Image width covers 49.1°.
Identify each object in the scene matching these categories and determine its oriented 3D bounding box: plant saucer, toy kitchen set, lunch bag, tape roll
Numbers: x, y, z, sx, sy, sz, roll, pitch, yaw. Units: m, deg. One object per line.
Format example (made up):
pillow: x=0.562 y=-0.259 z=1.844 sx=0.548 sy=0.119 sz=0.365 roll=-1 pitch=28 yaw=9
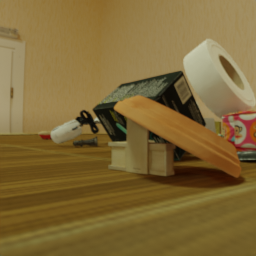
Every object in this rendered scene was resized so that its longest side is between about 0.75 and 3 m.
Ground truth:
plant saucer: x=0.617 y=0.046 z=3.401 sx=1.658 sy=0.310 sz=1.658 roll=30 pitch=3 yaw=-2
toy kitchen set: x=0.342 y=0.188 z=3.910 sx=0.960 sy=0.783 sz=0.866 roll=0 pitch=0 yaw=41
lunch bag: x=3.794 y=0.075 z=6.844 sx=2.532 sy=1.037 sz=2.230 roll=0 pitch=-1 yaw=44
tape roll: x=2.618 y=-1.357 z=7.969 sx=0.806 sy=2.306 sz=2.306 roll=-36 pitch=-23 yaw=34

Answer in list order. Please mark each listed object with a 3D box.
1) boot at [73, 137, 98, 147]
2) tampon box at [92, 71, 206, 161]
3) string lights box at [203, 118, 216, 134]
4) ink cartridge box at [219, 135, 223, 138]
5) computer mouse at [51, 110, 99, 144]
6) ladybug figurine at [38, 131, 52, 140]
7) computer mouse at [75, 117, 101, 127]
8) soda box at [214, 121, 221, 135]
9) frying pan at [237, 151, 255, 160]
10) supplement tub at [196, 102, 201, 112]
boot: x=-1.414 y=0.468 z=9.215 sx=0.809 sy=0.322 sz=0.929 roll=-4 pitch=-3 yaw=-7
tampon box: x=0.385 y=-0.207 z=5.469 sx=1.662 sy=1.245 sz=1.049 roll=-1 pitch=36 yaw=49
string lights box: x=2.262 y=0.131 z=11.787 sx=1.247 sy=0.716 sz=2.427 roll=0 pitch=-9 yaw=-45
ink cartridge box: x=3.131 y=0.432 z=10.093 sx=0.619 sy=0.354 sz=1.192 roll=-3 pitch=-2 yaw=10
computer mouse: x=-1.804 y=0.078 z=9.033 sx=1.571 sy=0.861 sz=0.345 roll=-26 pitch=8 yaw=6
ladybug figurine: x=-4.498 y=0.428 z=16.099 sx=1.304 sy=0.469 sz=0.885 roll=0 pitch=0 yaw=-1
computer mouse: x=-0.968 y=-0.405 z=10.963 sx=2.162 sy=0.474 sz=1.185 roll=-8 pitch=5 yaw=-17
soda box: x=3.258 y=0.154 z=14.422 sx=2.924 sy=0.990 sz=0.936 roll=0 pitch=0 yaw=23
frying pan: x=2.490 y=0.488 z=4.933 sx=1.248 sy=0.203 sz=0.755 roll=-4 pitch=-5 yaw=5
supplement tub: x=0.996 y=-0.313 z=9.280 sx=2.535 sy=1.843 sz=1.843 roll=1 pitch=-1 yaw=-40
